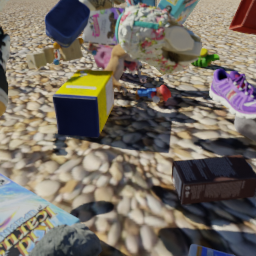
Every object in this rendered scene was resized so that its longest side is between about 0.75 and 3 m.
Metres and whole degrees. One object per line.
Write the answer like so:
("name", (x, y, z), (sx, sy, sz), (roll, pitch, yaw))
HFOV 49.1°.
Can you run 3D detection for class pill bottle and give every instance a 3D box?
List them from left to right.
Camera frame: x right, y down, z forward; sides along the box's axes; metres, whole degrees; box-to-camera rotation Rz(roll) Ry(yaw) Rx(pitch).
("pill bottle", (1.470, 2.169, 3.872), (1.344, 0.753, 0.753), (11, 32, 16))

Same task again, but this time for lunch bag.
("lunch bag", (-1.637, -2.751, 7.443), (1.237, 0.841, 0.819), (-52, 7, -13))

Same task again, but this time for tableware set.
("tableware set", (-0.192, -3.594, 8.427), (0.349, 1.740, 1.150), (-28, 4, 42))

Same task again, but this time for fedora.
("fedora", (3.872, -0.292, 7.679), (2.564, 1.158, 2.268), (5, 32, 5))

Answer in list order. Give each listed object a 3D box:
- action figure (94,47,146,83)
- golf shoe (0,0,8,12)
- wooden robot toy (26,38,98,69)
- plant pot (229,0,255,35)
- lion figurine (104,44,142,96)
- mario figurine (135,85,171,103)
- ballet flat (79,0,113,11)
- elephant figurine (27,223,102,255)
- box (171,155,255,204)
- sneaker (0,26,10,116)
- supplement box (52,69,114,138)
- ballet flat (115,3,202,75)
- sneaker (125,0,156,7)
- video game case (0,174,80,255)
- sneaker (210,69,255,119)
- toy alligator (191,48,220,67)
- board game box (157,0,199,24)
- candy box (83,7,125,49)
("action figure", (-0.269, -2.749, 11.353), (1.725, 1.918, 2.575), (-9, 17, -26))
("golf shoe", (-3.078, -2.627, 5.941), (2.333, 1.068, 0.879), (-41, 68, -14))
("wooden robot toy", (-2.095, -2.719, 8.965), (2.512, 1.140, 1.107), (-22, 25, -28))
("plant pot", (3.566, -2.945, 6.617), (1.474, 1.672, 1.671), (21, 19, 3))
("lion figurine", (-0.458, -2.192, 10.129), (1.553, 2.535, 0.919), (36, 8, 26))
("mario figurine", (0.916, -1.113, 9.927), (1.255, 0.665, 0.775), (4, 65, 27))
("ballet flat", (-1.542, -4.129, 8.647), (2.294, 0.864, 0.778), (39, 2, 7))
("elephant figurine", (-0.033, 2.329, 2.843), (2.677, 1.894, 2.077), (30, 69, 18))
("box", (1.791, 1.070, 5.933), (1.591, 0.596, 0.797), (-5, 30, -5))
("sneaker", (-2.192, -1.016, 3.850), (1.115, 1.292, 2.947), (28, -2, -37))
("supplement box", (-1.245, -0.833, 8.525), (1.234, 1.227, 2.254), (5, 31, 8))
("ballet flat", (0.705, -1.279, 4.405), (0.773, 0.915, 2.420), (14, 14, 29))
("sneaker", (0.297, -2.838, 5.373), (0.595, 1.501, 0.717), (-14, 7, -25))
("video game case", (-2.437, 1.935, 4.442), (2.308, 0.579, 2.547), (19, 35, 28))
("sneaker", (2.473, -0.805, 6.211), (0.779, 0.806, 1.932), (-21, 34, -17))
("toy alligator", (3.097, -3.455, 13.586), (2.750, 0.815, 0.746), (29, 81, 40))
("board game box", (1.600, -4.033, 9.793), (0.674, 2.871, 2.168), (42, 49, 3))
("candy box", (-0.793, -3.759, 10.525), (1.661, 1.393, 0.594), (7, 7, 5))
